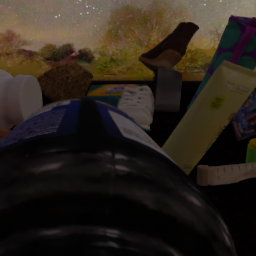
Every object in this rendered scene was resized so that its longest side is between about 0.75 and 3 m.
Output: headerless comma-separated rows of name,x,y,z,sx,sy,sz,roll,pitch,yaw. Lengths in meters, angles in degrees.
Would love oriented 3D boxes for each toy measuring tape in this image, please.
toy measuring tape,1.793,0.462,4.081,2.154,0.793,0.793,-5,13,-19

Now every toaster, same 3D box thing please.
toaster,1.458,-1.383,10.916,1.081,1.822,1.647,5,5,7

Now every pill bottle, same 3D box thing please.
pill bottle,-0.287,0.619,1.624,1.400,1.400,2.504,-2,12,-8
pill bottle,-3.940,-0.715,7.448,2.884,1.670,1.670,2,12,4

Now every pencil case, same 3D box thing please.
pencil case,2.744,-1.516,7.665,1.230,2.891,1.336,26,25,13

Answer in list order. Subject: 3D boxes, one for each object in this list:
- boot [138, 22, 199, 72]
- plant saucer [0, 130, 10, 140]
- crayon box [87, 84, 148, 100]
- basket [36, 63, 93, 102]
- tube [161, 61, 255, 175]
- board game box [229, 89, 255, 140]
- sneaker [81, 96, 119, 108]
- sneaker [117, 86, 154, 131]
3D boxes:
boot,1.695,-3.487,12.065,0.950,2.184,2.625,34,0,-31
plant saucer,-2.763,0.177,5.919,1.484,0.240,1.484,1,-4,0
crayon box,-0.374,-1.231,11.389,2.440,0.711,1.449,-1,25,1
basket,-2.179,-1.706,9.481,1.295,1.241,1.738,33,22,11
tube,0.807,0.071,3.353,0.484,1.864,0.541,34,30,6
board game box,2.734,-0.229,6.634,0.313,1.015,1.014,19,-36,-40
sneaker,-0.939,-0.779,10.222,1.768,0.676,0.714,8,-11,-6
sneaker,0.123,-0.553,7.749,1.130,1.193,2.955,1,11,7
